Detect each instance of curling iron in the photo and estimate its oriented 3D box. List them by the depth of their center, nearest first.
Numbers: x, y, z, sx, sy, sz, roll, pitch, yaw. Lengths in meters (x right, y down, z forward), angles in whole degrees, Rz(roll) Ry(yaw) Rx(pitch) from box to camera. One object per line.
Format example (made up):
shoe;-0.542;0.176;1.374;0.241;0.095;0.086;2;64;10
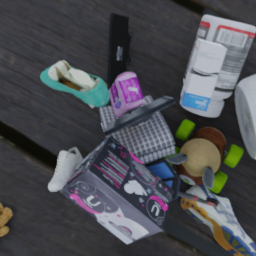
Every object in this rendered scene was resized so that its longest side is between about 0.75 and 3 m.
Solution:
curling iron;1.818;1.956;7.854;1.501;0.372;0.192;13;95;4

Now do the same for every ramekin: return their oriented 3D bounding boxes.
ramekin;4.068;-0.316;7.997;1.454;2.771;2.771;-13;86;12

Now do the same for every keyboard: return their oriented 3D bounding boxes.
keyboard;-0.383;-2.446;9.249;0.476;1.250;2.402;13;105;34

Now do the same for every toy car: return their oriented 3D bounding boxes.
toy car;1.941;1.016;7.957;1.982;2.412;1.903;29;109;16

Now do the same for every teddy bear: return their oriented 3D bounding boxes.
teddy bear;-4.414;3.225;9.233;1.069;0.492;1.474;42;87;5

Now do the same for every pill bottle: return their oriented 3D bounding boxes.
pill bottle;2.618;-1.847;8.579;1.574;1.574;2.764;14;114;1

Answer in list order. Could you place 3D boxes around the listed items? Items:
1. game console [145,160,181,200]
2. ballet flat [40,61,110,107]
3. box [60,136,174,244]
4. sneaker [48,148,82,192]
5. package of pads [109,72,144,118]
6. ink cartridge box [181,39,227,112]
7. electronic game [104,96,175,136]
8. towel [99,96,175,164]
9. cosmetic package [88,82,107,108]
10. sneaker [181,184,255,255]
game console;0.873;1.492;7.801;0.633;1.071;0.914;27;62;-23
ballet flat;-1.377;-1.235;6.839;2.215;0.780;0.746;27;61;26
box;-0.257;1.650;7.155;2.311;1.326;1.527;42;131;-9
sneaker;-1.974;1.207;8.551;0.724;1.859;0.924;-13;108;18
package of pads;-0.087;-0.820;7.298;0.543;1.435;0.865;-18;87;-15
ink cartridge box;1.936;-1.417;7.374;0.692;1.189;1.644;14;113;4
electronic game;0.297;-0.284;7.307;2.027;2.027;0.422;-26;91;-2
towel;0.187;0.046;8.639;1.902;0.983;2.297;-20;47;-2
cosmetic package;-0.970;-1.082;9.173;0.524;0.997;0.354;-38;101;27
sneaker;3.026;2.802;8.740;2.761;1.039;1.217;44;56;14
